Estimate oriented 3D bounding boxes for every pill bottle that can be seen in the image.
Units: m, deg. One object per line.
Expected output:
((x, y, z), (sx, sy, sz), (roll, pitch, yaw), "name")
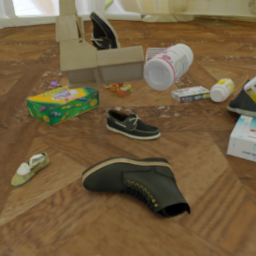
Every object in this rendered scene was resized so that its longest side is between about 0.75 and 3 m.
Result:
((1.505, -2.250, 10.074), (1.142, 1.142, 2.014), (17, 39, 28), "pill bottle")
((4.415, -1.750, 13.214), (0.833, 0.833, 1.525), (18, 33, 30), "pill bottle")
((4.132, -0.944, 8.403), (1.236, 0.675, 0.675), (50, 41, 1), "pill bottle")

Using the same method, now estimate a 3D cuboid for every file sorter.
((1.714, -3.870, 16.665), (1.415, 1.269, 2.039), (2, 29, 4), "file sorter")

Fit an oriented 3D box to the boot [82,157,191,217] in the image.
((0.178, 1.584, 7.076), (2.520, 0.976, 1.743), (-8, 35, -13), "boot")

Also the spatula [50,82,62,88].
((-3.702, -2.233, 14.854), (1.142, 0.117, 0.323), (25, 39, 37), "spatula")

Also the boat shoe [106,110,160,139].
((0.145, -0.125, 10.362), (2.197, 0.743, 0.789), (17, 31, 25), "boat shoe")

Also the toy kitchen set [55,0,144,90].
((-0.891, -2.580, 9.354), (2.470, 2.233, 2.737), (-7, 69, -1), "toy kitchen set")

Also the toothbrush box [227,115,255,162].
((4.221, 0.350, 9.449), (1.288, 0.750, 1.759), (16, 34, 27), "toothbrush box")

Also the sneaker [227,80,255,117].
((4.727, -1.201, 11.128), (0.937, 1.331, 2.507), (13, 10, 3), "sneaker")

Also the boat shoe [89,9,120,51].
((-1.056, -3.762, 11.693), (0.987, 2.920, 1.049), (-44, 76, -3), "boat shoe")

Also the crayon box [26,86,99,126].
((-2.721, -1.084, 12.032), (1.578, 0.774, 2.658), (22, 35, 34), "crayon box")

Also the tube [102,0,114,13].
((-0.858, -5.121, 11.617), (0.274, 0.306, 1.056), (-6, 40, 23), "tube")

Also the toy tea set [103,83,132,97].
((-0.454, -2.260, 14.260), (1.162, 0.723, 1.954), (-16, 32, -27), "toy tea set")

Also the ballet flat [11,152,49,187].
((-2.896, 1.156, 8.270), (0.500, 0.500, 1.416), (15, 32, 25), "ballet flat")

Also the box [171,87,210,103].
((3.048, -1.620, 13.533), (1.690, 0.293, 0.930), (-11, 30, -19), "box")
